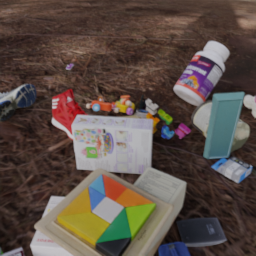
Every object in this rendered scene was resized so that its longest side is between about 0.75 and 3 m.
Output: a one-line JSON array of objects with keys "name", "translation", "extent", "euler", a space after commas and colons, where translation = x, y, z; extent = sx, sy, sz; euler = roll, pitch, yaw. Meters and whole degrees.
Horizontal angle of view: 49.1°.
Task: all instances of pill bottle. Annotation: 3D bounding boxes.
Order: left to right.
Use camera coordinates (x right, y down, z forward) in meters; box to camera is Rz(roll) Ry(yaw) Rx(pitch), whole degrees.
[{"name": "pill bottle", "translation": [3.440, -2.518, 12.928], "extent": [1.531, 1.531, 2.748], "euler": [32, 88, 38]}]

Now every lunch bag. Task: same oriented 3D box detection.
[{"name": "lunch bag", "translation": [1.095, 3.116, 6.341], "extent": [0.718, 0.699, 1.057], "euler": [-8, 35, -12]}]

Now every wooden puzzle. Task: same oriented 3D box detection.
[{"name": "wooden puzzle", "translation": [-0.498, 1.965, 6.398], "extent": [2.470, 0.460, 2.285], "euler": [20, 39, 27]}]

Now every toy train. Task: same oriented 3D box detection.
[{"name": "toy train", "translation": [-0.621, -1.078, 11.870], "extent": [1.863, 0.690, 2.480], "euler": [11, 10, 6]}]

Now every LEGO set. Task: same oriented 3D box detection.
[{"name": "LEGO set", "translation": [1.284, -0.081, 11.069], "extent": [2.129, 0.874, 0.812], "euler": [40, 60, 21]}]

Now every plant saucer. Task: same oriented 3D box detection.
[{"name": "plant saucer", "translation": [3.095, 0.053, 9.166], "extent": [0.944, 2.701, 0.256], "euler": [-3, 41, 1]}]

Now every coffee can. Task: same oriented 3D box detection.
[{"name": "coffee can", "translation": [3.432, -0.067, 10.589], "extent": [1.312, 1.312, 1.793], "euler": [-13, 35, -19]}]

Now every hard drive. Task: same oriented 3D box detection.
[{"name": "hard drive", "translation": [1.893, 2.739, 7.334], "extent": [1.131, 0.239, 0.763], "euler": [-3, 34, -5]}]

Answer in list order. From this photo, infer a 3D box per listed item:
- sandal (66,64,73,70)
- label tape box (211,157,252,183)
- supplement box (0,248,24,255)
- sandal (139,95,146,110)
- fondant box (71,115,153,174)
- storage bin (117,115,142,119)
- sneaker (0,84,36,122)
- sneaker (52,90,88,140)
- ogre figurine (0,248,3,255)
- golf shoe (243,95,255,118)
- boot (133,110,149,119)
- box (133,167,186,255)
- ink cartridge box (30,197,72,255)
[{"name": "sandal", "translation": [-3.633, -3.819, 17.315], "extent": [0.330, 0.199, 0.811], "euler": [5, 34, 7]}, {"name": "label tape box", "translation": [3.465, 1.311, 9.408], "extent": [0.754, 0.348, 1.052], "euler": [-25, 42, -33]}, {"name": "supplement box", "translation": [-2.167, 3.456, 5.603], "extent": [0.530, 0.948, 1.742], "euler": [-15, 37, -20]}, {"name": "sandal", "translation": [0.683, -1.010, 12.852], "extent": [0.323, 0.507, 1.348], "euler": [10, 43, 0]}, {"name": "fondant box", "translation": [-0.475, 0.568, 9.199], "extent": [2.510, 1.811, 0.731], "euler": [3, 34, 5]}, {"name": "storage bin", "translation": [-0.041, 0.224, 10.739], "extent": [1.482, 0.699, 1.492], "euler": [-6, 33, -12]}, {"name": "sneaker", "translation": [-5.391, -1.319, 12.825], "extent": [1.155, 1.045, 2.712], "euler": [12, 35, 25]}, {"name": "sneaker", "translation": [-2.108, -0.512, 10.997], "extent": [2.808, 1.622, 1.100], "euler": [20, 39, 29]}, {"name": "ogre figurine", "translation": [-4.055, 2.877, 6.574], "extent": [1.990, 0.977, 1.193], "euler": [-21, 54, -5]}, {"name": "golf shoe", "translation": [5.826, -1.143, 12.671], "extent": [0.718, 0.873, 1.908], "euler": [-2, 32, -2]}, {"name": "boot", "translation": [0.318, -0.483, 11.839], "extent": [1.372, 0.656, 0.505], "euler": [0, 33, 0]}, {"name": "box", "translation": [0.382, 2.329, 7.212], "extent": [1.278, 1.046, 2.692], "euler": [20, 38, 27]}, {"name": "ink cartridge box", "translation": [-1.539, 2.646, 6.740], "extent": [1.065, 1.038, 1.657], "euler": [3, 33, 4]}]
